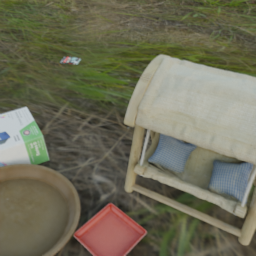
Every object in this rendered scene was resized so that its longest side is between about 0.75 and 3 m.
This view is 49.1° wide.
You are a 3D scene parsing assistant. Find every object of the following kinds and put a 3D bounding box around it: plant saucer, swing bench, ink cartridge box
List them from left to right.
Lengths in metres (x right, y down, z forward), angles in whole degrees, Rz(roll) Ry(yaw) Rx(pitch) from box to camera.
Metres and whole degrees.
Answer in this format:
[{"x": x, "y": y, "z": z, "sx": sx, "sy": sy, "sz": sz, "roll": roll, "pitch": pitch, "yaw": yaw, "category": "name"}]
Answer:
[{"x": -3.324, "y": 0.468, "z": 7.165, "sx": 2.095, "sy": 0.917, "sz": 1.522, "roll": -21, "pitch": 43, "yaw": -22, "category": "ink cartridge box"}, {"x": -2.267, "y": 1.736, "z": 5.696, "sx": 2.549, "sy": 0.375, "sz": 2.549, "roll": 8, "pitch": 37, "yaw": -6, "category": "plant saucer"}, {"x": -0.355, "y": 2.157, "z": 5.593, "sx": 1.054, "sy": 0.194, "sz": 1.056, "roll": 29, "pitch": 46, "yaw": 32, "category": "plant saucer"}, {"x": 1.551, "y": 0.328, "z": 5.754, "sx": 2.858, "sy": 2.873, "sz": 1.864, "roll": 19, "pitch": 42, "yaw": 22, "category": "swing bench"}]

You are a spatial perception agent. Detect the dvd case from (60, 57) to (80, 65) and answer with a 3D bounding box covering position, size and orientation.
[{"x": -2.509, "y": -2.914, "z": 12.160, "sx": 0.759, "sy": 0.083, "sz": 0.554, "roll": 5, "pitch": 38, "yaw": 8, "category": "dvd case"}]
